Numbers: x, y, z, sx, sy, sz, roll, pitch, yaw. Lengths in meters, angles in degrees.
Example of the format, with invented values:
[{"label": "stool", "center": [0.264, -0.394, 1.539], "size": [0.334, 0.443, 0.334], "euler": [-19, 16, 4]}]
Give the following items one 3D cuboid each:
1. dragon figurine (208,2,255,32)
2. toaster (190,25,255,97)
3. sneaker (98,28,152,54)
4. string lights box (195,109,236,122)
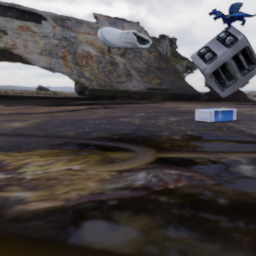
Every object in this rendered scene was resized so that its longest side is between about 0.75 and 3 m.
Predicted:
[{"label": "dragon figurine", "center": [3.169, -3.320, 8.179], "size": [1.591, 0.468, 0.791], "euler": [-11, -21, 12]}, {"label": "toaster", "center": [3.610, -2.336, 10.312], "size": [1.861, 2.058, 1.221], "euler": [-37, 35, 15]}, {"label": "sneaker", "center": [-0.074, -3.369, 10.425], "size": [2.172, 0.793, 0.769], "euler": [1, -16, -37]}, {"label": "string lights box", "center": [4.929, -0.716, 15.735], "size": [2.136, 0.630, 1.097], "euler": [-4, 9, -31]}]
